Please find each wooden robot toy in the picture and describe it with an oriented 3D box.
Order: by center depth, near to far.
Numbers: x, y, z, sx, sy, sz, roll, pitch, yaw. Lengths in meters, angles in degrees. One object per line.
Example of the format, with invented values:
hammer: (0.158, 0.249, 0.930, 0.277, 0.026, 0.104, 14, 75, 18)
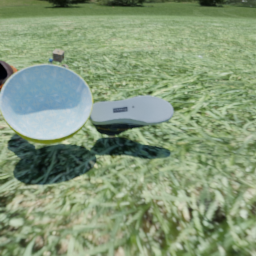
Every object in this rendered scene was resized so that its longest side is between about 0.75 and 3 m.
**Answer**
wooden robot toy: (-2.859, -1.832, 10.682, 0.961, 2.180, 0.989, 27, 38, -9)

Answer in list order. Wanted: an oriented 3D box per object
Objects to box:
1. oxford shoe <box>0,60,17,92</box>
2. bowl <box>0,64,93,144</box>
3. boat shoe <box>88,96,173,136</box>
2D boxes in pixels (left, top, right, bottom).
oxford shoe: (-3.825, -1.054, 8.865, 0.846, 2.376, 0.862, -25, -16, 3)
bowl: (-2.412, -0.504, 8.489, 2.554, 1.374, 2.554, 6, 62, -11)
boat shoe: (0.100, -0.345, 9.339, 2.741, 1.244, 0.970, -1, 66, 7)
